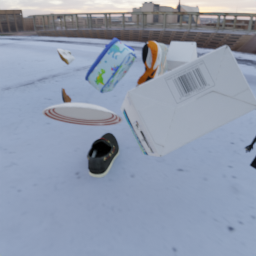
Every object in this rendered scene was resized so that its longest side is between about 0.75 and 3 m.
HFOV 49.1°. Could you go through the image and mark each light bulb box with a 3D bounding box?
[{"bbox_3d":[1.442,-0.556,7.964,2.828,1.780,2.853,-26,-1,-7],"label":"light bulb box"}]

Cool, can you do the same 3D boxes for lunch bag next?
[{"bbox_3d":[-0.593,-2.372,10.770,1.015,1.979,2.462,40,13,0],"label":"lunch bag"}]

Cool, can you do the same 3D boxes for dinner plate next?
[{"bbox_3d":[-1.350,-0.407,8.474,2.389,0.290,2.389,5,-12,1],"label":"dinner plate"}]

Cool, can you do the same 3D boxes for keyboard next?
[{"bbox_3d":[3.189,0.371,6.422,0.813,1.279,0.132,29,10,-2],"label":"keyboard"}]

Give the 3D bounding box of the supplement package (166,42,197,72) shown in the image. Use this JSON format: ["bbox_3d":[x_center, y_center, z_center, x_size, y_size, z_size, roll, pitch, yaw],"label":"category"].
[{"bbox_3d":[2.494,-2.851,12.843,1.142,1.908,1.157,10,64,22],"label":"supplement package"}]

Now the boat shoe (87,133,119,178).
[{"bbox_3d":[-0.933,0.834,11.024,0.988,0.846,2.701,2,25,9],"label":"boat shoe"}]

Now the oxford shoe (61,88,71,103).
[{"bbox_3d":[-2.473,-1.185,11.283,0.344,0.344,0.966,-14,72,-21],"label":"oxford shoe"}]

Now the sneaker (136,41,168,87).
[{"bbox_3d":[1.153,-2.206,11.708,1.024,2.706,1.245,30,31,35],"label":"sneaker"}]

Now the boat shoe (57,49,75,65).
[{"bbox_3d":[-2.579,-3.007,11.670,0.446,0.456,1.288,-31,47,-15],"label":"boat shoe"}]
